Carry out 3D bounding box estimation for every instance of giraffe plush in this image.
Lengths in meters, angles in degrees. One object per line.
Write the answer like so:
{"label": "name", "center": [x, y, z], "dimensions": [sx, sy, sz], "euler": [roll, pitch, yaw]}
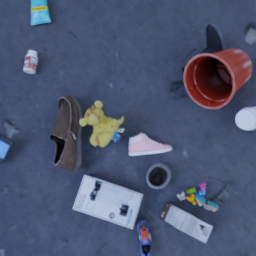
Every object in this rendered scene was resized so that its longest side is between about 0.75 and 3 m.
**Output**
{"label": "giraffe plush", "center": [-1.030, -0.184, 9.648], "dimensions": [1.253, 1.545, 1.333], "euler": [40, 53, -26]}

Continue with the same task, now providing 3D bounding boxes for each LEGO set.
{"label": "LEGO set", "center": [2.429, 2.514, 10.262], "dimensions": [1.149, 0.438, 0.472], "euler": [-24, 119, 0]}

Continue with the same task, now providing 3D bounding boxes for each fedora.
{"label": "fedora", "center": [1.113, 1.839, 10.374], "dimensions": [0.855, 0.436, 0.966], "euler": [24, 69, 14]}

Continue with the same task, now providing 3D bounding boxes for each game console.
{"label": "game console", "center": [-4.864, 0.767, 10.162], "dimensions": [0.909, 0.630, 1.064], "euler": [30, 105, 1]}

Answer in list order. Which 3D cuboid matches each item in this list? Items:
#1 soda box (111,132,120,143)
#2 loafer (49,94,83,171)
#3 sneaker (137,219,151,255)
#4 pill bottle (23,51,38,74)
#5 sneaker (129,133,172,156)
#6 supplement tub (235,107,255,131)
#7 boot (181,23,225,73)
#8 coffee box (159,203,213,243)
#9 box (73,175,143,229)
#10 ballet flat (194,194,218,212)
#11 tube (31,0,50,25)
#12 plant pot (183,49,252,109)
{"label": "soda box", "center": [-0.766, 0.111, 10.765], "dimensions": [1.003, 0.340, 0.322], "euler": [42, 83, 7]}
{"label": "loafer", "center": [-2.290, 0.130, 10.197], "dimensions": [1.026, 1.055, 2.890], "euler": [4, 74, -41]}
{"label": "sneaker", "center": [0.627, 3.962, 9.979], "dimensions": [0.512, 0.533, 1.359], "euler": [-8, 80, -3]}
{"label": "pill bottle", "center": [-3.880, -2.628, 11.190], "dimensions": [0.475, 0.475, 0.848], "euler": [6, 79, 1]}
{"label": "sneaker", "center": [0.804, 0.569, 10.536], "dimensions": [1.640, 0.617, 0.857], "euler": [-5, 85, 3]}
{"label": "supplement tub", "center": [4.523, -0.341, 10.300], "dimensions": [1.156, 0.838, 0.838], "euler": [-8, 76, -46]}
{"label": "boot", "center": [2.773, -2.821, 10.732], "dimensions": [1.852, 0.608, 1.527], "euler": [-38, 124, 1]}
{"label": "coffee box", "center": [2.004, 3.320, 9.900], "dimensions": [1.624, 0.918, 0.648], "euler": [26, 81, 5]}
{"label": "box", "center": [-0.719, 2.656, 10.139], "dimensions": [2.241, 0.674, 1.307], "euler": [19, 80, 4]}
{"label": "ballet flat", "center": [2.779, 2.764, 10.184], "dimensions": [0.977, 0.333, 0.329], "euler": [29, 123, 9]}
{"label": "tube", "center": [-3.737, -5.341, 11.704], "dimensions": [0.820, 0.534, 2.117], "euler": [-8, 84, 8]}
{"label": "plant pot", "center": [3.347, -1.918, 10.069], "dimensions": [1.899, 1.953, 1.953], "euler": [-30, 80, -36]}
